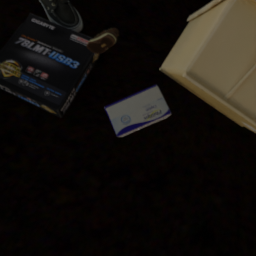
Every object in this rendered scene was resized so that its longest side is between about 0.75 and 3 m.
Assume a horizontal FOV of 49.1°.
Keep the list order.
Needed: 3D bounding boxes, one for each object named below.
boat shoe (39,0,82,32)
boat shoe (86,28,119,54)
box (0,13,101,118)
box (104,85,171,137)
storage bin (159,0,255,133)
[{"bbox_3d":[-2.377,-4.056,8.936,0.889,0.733,2.590,-35,74,-12],"label":"boat shoe"},{"bbox_3d":[-0.482,-1.737,5.559,0.343,0.930,0.344,39,69,-33],"label":"boat shoe"},{"bbox_3d":[-2.436,-1.903,8.239,2.515,0.625,2.496,25,73,8],"label":"box"},{"bbox_3d":[0.211,-0.314,5.946,1.155,1.255,0.659,-24,88,2],"label":"box"},{"bbox_3d":[2.199,-0.812,5.037,2.884,2.904,1.361,32,101,-8],"label":"storage bin"}]
